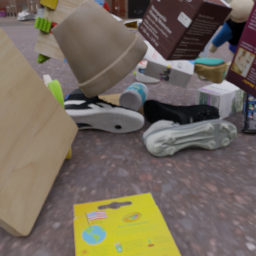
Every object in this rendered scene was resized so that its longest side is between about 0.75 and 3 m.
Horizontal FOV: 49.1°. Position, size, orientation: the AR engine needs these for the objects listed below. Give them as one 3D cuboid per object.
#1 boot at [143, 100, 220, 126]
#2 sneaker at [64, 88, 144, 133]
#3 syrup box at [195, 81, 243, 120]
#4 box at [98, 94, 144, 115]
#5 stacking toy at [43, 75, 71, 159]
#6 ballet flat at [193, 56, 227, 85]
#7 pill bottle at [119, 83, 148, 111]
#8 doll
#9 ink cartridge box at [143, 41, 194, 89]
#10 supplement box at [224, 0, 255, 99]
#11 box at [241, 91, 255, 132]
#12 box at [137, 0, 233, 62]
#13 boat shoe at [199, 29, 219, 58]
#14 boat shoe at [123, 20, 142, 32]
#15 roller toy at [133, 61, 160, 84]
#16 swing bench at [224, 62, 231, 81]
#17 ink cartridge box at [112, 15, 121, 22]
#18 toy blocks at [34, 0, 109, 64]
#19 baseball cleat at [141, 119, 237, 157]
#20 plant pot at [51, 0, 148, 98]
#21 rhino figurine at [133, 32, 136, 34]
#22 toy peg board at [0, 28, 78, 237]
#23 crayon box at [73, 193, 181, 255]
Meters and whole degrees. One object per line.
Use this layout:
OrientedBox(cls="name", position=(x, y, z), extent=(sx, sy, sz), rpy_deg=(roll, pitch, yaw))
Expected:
OrientedBox(cls="boot", position=(1.812, -0.512, 9.467), extent=(1.809, 0.817, 2.207), rpy_deg=(-11, 23, -32))
OrientedBox(cls="sneaker", position=(-0.855, -0.748, 9.089), extent=(2.822, 1.031, 1.579), rpy_deg=(2, 50, 7))
OrientedBox(cls="syrup box", position=(3.674, -1.119, 10.498), extent=(2.529, 0.996, 1.030), rpy_deg=(-19, 31, -34))
OrientedBox(cls="box", position=(-0.874, -0.807, 10.714), extent=(2.490, 0.265, 2.035), rpy_deg=(-9, 27, -19))
OrientedBox(cls="stacking toy", position=(-2.354, -0.303, 7.610), extent=(0.955, 2.047, 2.262), rpy_deg=(-12, 24, -23))
OrientedBox(cls="ballet flat", position=(2.286, -2.077, 9.658), extent=(0.892, 0.820, 2.600), rpy_deg=(-24, 32, -17))
OrientedBox(cls="pill bottle", position=(0.257, -1.159, 10.215), extent=(0.815, 0.815, 1.471), rpy_deg=(8, 26, 16))
OrientedBox(cls="doll", position=(3.067, -2.579, 7.509), extent=(1.938, 0.688, 2.840), rpy_deg=(-24, -13, 20))
OrientedBox(cls="ink cartridge box", position=(1.129, -2.017, 8.839), extent=(1.783, 0.605, 1.026), rpy_deg=(19, 47, -1))
OrientedBox(cls="supplement box", position=(3.168, -1.813, 5.547), extent=(1.112, 2.595, 1.432), rpy_deg=(-31, 57, -29))
OrientedBox(cls="box", position=(4.451, -0.630, 8.773), extent=(1.603, 1.591, 0.398), rpy_deg=(2, -1, 7))
OrientedBox(cls="box", position=(1.250, -2.485, 6.417), extent=(1.216, 1.480, 1.228), rpy_deg=(-13, 57, -42))
OrientedBox(cls="boat shoe", position=(2.740, -3.204, 10.265), extent=(0.705, 2.054, 0.581), rpy_deg=(11, 22, -8))
OrientedBox(cls="boat shoe", position=(0.522, -4.296, 11.754), extent=(1.504, 0.533, 0.525), rpy_deg=(7, 20, 12))
OrientedBox(cls="roller toy", position=(1.076, -2.895, 14.319), extent=(1.443, 1.008, 1.316), rpy_deg=(-5, 25, -11))
OrientedBox(cls="swing bench", position=(4.740, -2.351, 12.833), extent=(1.284, 1.277, 0.833), rpy_deg=(-19, 31, -34))
OrientedBox(cls="ink cartridge box", position=(-1.626, -3.902, 11.404), extent=(1.446, 0.668, 2.654), rpy_deg=(34, 55, 20))
OrientedBox(cls="toy blocks", position=(-1.776, -3.210, 9.180), extent=(1.965, 2.874, 1.436), rpy_deg=(21, 12, 5))
OrientedBox(cls="baseball cleat", position=(1.690, 0.088, 8.017), extent=(2.648, 0.923, 1.409), rpy_deg=(-6, 26, -15))
OrientedBox(cls="plant pot", position=(-0.930, -2.319, 7.750), extent=(2.307, 2.002, 2.307), rpy_deg=(-32, 26, 18))
OrientedBox(cls="rhino figurine", position=(-0.446, -2.868, 10.154), extent=(1.690, 0.505, 0.739), rpy_deg=(-15, 46, 18))
OrientedBox(cls="toy peg board", position=(-2.708, 0.124, 5.425), extent=(1.391, 2.832, 2.844), rpy_deg=(-13, 38, 26))
OrientedBox(cls="crayon box", position=(-0.008, 2.020, 4.218), extent=(1.516, 0.606, 2.388), rpy_deg=(-5, 26, -11))
